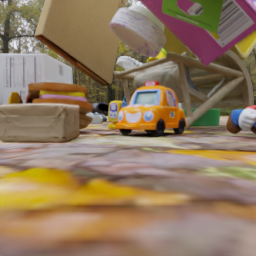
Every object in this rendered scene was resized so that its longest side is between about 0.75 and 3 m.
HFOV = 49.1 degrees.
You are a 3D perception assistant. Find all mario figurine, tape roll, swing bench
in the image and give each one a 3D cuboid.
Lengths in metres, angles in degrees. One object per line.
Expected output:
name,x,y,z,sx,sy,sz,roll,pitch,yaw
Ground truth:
mario figurine,2.140,-0.062,4.258,1.036,0.889,1.678,-36,-4,-7
tape roll,1.900,-0.375,9.401,2.241,0.539,2.241,0,2,0
swing bench,1.420,-1.084,7.615,2.621,1.700,2.607,-16,9,-31

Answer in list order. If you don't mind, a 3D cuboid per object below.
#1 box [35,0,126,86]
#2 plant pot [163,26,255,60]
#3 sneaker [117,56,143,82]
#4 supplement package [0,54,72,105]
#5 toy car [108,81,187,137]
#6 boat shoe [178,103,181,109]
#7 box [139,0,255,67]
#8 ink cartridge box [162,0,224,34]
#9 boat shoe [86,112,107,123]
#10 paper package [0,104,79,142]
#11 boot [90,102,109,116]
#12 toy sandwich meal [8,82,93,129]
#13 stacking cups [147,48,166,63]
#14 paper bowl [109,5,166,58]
box,-1.042,-2.939,7.318,0.315,2.958,2.418,-5,-23,36
plant pot,2.310,-2.895,8.507,2.213,2.228,2.279,-46,10,-36
sneaker,0.253,-1.888,9.448,1.767,0.716,0.664,31,5,32
supplement package,-3.165,-1.270,10.020,1.593,2.238,2.874,0,3,4
toy car,-0.063,-0.380,5.559,1.371,0.930,2.795,-2,4,-35
boat shoe,1.415,-0.526,11.002,2.181,0.782,0.739,-8,6,-16
box,1.408,-2.977,5.425,1.283,2.334,2.654,-36,20,45
ink cartridge box,0.578,-1.816,3.133,0.538,1.421,1.050,-29,48,-26
boat shoe,-1.308,-0.410,11.195,0.360,0.436,1.165,-5,7,-45
paper package,-1.188,-0.083,3.906,0.902,0.490,0.947,0,4,3
boot,-1.956,-0.871,13.072,1.853,0.982,2.814,-8,-2,45
toy sandwich meal,-1.500,-0.352,5.268,1.872,0.641,1.872,0,-7,0
stacking cups,1.320,-3.449,11.298,0.703,2.324,0.703,12,-27,6
paper bowl,0.251,-1.983,5.648,1.160,0.603,1.160,31,1,0
